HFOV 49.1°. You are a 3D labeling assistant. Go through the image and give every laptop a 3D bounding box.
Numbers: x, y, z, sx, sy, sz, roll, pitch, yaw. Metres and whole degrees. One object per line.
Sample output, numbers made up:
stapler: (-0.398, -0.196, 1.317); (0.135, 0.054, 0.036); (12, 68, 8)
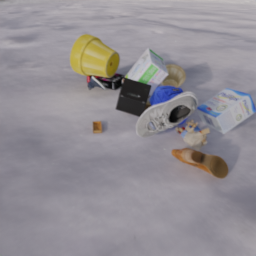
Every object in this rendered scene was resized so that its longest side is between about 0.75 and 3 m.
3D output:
laptop: (0.213, -1.298, 12.064); (1.217, 1.300, 0.753); (17, -9, -1)

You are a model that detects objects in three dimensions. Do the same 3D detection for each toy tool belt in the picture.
toy tool belt: (2.508, 0.141, 10.688); (0.926, 0.911, 1.482); (33, 13, -25)

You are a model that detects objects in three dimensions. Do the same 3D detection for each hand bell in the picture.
hand bell: (2.096, -1.818, 14.217); (1.500, 1.500, 2.880); (6, 46, 10)

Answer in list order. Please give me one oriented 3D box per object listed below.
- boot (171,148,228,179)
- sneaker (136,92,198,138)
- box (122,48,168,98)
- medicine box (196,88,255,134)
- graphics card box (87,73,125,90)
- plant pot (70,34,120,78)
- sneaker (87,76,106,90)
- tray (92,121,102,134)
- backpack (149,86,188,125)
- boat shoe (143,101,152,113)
boot: (2.444, 1.132, 9.649); (1.766, 0.651, 1.367); (30, -10, -18)
sneaker: (1.308, -0.402, 10.240); (2.623, 0.980, 1.076); (-34, 14, 24)
box: (0.763, -2.410, 13.656); (1.085, 2.243, 1.979); (32, 29, -20)
medicine box: (4.033, -0.754, 11.634); (1.698, 0.874, 1.546); (-34, 24, -5)
graphics card box: (-1.217, -2.778, 16.076); (2.007, 0.511, 1.259); (19, 36, 27)
plant pot: (-1.635, -3.657, 14.877); (2.027, 2.154, 2.154); (24, 38, 21)
sneaker: (-1.666, -2.112, 14.433); (0.949, 0.686, 0.361); (41, 12, 8)
tray: (-1.330, -0.028, 11.991); (0.372, 0.140, 0.755); (-2, 35, -7)
backpack: (1.854, -1.111, 12.191); (1.374, 1.419, 1.691); (-3, 50, -30)
boat shoe: (0.732, -0.971, 13.044); (1.692, 0.620, 0.530); (-5, 27, -8)
